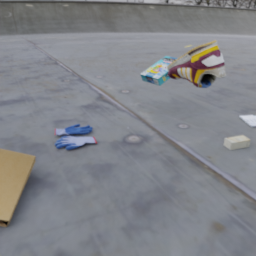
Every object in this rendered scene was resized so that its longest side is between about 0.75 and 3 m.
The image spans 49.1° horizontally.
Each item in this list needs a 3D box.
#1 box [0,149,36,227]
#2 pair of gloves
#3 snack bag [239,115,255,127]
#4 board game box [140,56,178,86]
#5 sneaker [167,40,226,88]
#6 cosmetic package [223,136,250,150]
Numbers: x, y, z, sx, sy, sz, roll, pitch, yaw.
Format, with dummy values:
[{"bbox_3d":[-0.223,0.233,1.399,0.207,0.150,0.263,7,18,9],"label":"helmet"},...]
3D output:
[{"bbox_3d":[-3.483,1.268,6.811,1.895,0.247,2.318,13,29,-10],"label":"box"},{"bbox_3d":[-1.910,0.298,10.014,1.439,0.204,1.790,-5,25,-15],"label":"pair of gloves"},{"bbox_3d":[5.325,-0.293,11.421,1.176,0.126,1.109,-2,24,-5],"label":"snack bag"},{"bbox_3d":[1.469,-2.433,11.797,1.557,0.365,1.176,-38,36,-19],"label":"board game box"},{"bbox_3d":[1.879,-1.572,8.080,0.896,1.077,2.390,-20,-1,-13],"label":"sneaker"},{"bbox_3d":[3.669,0.496,9.453,0.763,0.279,0.395,-7,25,-18],"label":"cosmetic package"}]
